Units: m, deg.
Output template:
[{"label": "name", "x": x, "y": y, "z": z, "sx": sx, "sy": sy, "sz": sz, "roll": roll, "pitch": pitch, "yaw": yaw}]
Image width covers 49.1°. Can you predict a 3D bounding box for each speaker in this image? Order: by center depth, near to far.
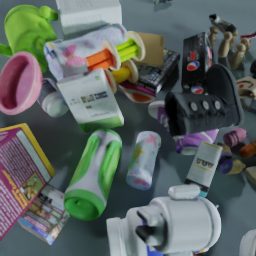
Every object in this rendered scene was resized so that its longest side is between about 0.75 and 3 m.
[{"label": "speaker", "x": -0.830, "y": 1.098, "z": 7.226, "sx": 1.063, "sy": 1.063, "sz": 2.404, "roll": 9, "pitch": 40, "yaw": 6}]

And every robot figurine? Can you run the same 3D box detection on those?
[{"label": "robot figurine", "x": 1.027, "y": 1.824, "z": 5.374, "sx": 1.754, "sy": 1.487, "sz": 0.990, "roll": 5, "pitch": 6, "yaw": -22}, {"label": "robot figurine", "x": -3.568, "y": -3.365, "z": 10.361, "sx": 2.505, "sy": 1.652, "sz": 2.856, "roll": -37, "pitch": 58, "yaw": 12}]

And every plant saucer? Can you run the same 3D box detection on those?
[{"label": "plant saucer", "x": -3.134, "y": -1.264, "z": 8.176, "sx": 1.862, "sy": 0.472, "sz": 1.862, "roll": -9, "pitch": 74, "yaw": 35}]

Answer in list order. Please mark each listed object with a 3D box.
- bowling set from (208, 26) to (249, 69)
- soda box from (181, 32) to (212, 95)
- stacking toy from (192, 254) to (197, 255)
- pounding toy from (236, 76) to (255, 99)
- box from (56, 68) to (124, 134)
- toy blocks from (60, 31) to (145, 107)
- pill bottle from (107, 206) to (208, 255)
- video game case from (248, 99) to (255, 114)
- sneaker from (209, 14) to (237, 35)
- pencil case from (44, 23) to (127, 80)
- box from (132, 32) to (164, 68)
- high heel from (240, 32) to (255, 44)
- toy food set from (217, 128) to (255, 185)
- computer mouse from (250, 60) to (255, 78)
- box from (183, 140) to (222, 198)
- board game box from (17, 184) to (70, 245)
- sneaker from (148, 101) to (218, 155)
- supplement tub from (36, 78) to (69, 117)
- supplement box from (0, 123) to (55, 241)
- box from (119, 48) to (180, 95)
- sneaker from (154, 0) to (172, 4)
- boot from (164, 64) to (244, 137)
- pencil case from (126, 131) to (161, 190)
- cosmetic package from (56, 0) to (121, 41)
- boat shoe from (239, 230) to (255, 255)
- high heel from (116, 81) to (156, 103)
[{"label": "bowling set", "x": 4.070, "y": -3.313, "z": 10.707, "sx": 1.372, "sy": 1.058, "sz": 1.971, "roll": -25, "pitch": 58, "yaw": -17}, {"label": "soda box", "x": 2.438, "y": -2.219, "z": 9.889, "sx": 0.884, "sy": 0.791, "sz": 2.497, "roll": -13, "pitch": 48, "yaw": 30}, {"label": "stacking toy", "x": 1.161, "y": 3.094, "z": 6.468, "sx": 0.949, "sy": 0.405, "sz": 0.405, "roll": -14, "pitch": 55, "yaw": -15}, {"label": "pounding toy", "x": 3.977, "y": -1.153, "z": 9.333, "sx": 1.390, "sy": 0.797, "sz": 0.795, "roll": -18, "pitch": 38, "yaw": 25}, {"label": "box", "x": -1.038, "y": -0.710, "z": 8.068, "sx": 1.333, "sy": 1.847, "sz": 0.336, "roll": -11, "pitch": 36, "yaw": 15}, {"label": "toy blocks", "x": -0.856, "y": -1.606, "z": 8.352, "sx": 2.510, "sy": 2.092, "sz": 0.911, "roll": -30, "pitch": 72, "yaw": -20}, {"label": "pill bottle", "x": 0.632, "y": 2.398, "z": 6.447, "sx": 2.166, "sy": 1.214, "sz": 1.214, "roll": -8, "pitch": 54, "yaw": -5}, {"label": "video game case", "x": 5.364, "y": -1.138, "z": 9.641, "sx": 1.776, "sy": 0.236, "sz": 2.487, "roll": 24, "pitch": 57, "yaw": 17}, {"label": "sneaker", "x": 3.488, "y": -3.928, "z": 10.540, "sx": 1.184, "sy": 0.444, "sz": 0.684, "roll": 43, "pitch": 21, "yaw": 30}, {"label": "pencil case", "x": -1.360, "y": -2.656, "z": 9.668, "sx": 2.964, "sy": 1.232, "sz": 1.344, "roll": -26, "pitch": 73, "yaw": -25}, {"label": "box", "x": 0.743, "y": -2.831, "z": 10.090, "sx": 1.101, "sy": 0.143, "sz": 1.347, "roll": 6, "pitch": 67, "yaw": -2}, {"label": "high heel", "x": 4.887, "y": -3.730, "z": 10.949, "sx": 0.342, "sy": 1.017, "sz": 0.488, "roll": -21, "pitch": 74, "yaw": -34}, {"label": "toy food set", "x": 3.516, "y": 0.766, "z": 8.117, "sx": 2.692, "sy": 0.424, "sz": 1.711, "roll": 17, "pitch": 56, "yaw": 12}, {"label": "computer mouse", "x": 4.491, "y": -2.006, "z": 9.678, "sx": 0.283, "sy": 0.487, "sz": 1.660, "roll": 22, "pitch": 28, "yaw": 7}, {"label": "box", "x": 1.943, "y": 1.045, "z": 7.288, "sx": 0.593, "sy": 0.354, "sz": 1.442, "roll": 21, "pitch": 58, "yaw": 17}, {"label": "board game box", "x": -2.006, "y": 2.136, "z": 7.037, "sx": 0.906, "sy": 0.550, "sz": 1.136, "roll": 24, "pitch": 57, "yaw": 17}, {"label": "sneaker", "x": 1.446, "y": 0.041, "z": 8.445, "sx": 2.256, "sy": 0.818, "sz": 1.286, "roll": 23, "pitch": 65, "yaw": 21}, {"label": "supplement tub", "x": -2.526, "y": -0.991, "z": 9.146, "sx": 0.828, "sy": 0.828, "sz": 1.181, "roll": -31, "pitch": 59, "yaw": -20}, {"label": "supplement box", "x": -3.085, "y": 1.256, "z": 6.334, "sx": 1.292, "sy": 1.639, "sz": 2.504, "roll": -11, "pitch": 25, "yaw": 26}, {"label": "box", "x": 0.767, "y": -2.272, "z": 10.284, "sx": 1.626, "sy": 0.495, "sz": 2.018, "roll": 26, "pitch": 59, "yaw": 14}, {"label": "sneaker", "x": 1.642, "y": -6.022, "z": 13.138, "sx": 0.980, "sy": 0.362, "sz": 0.397, "roll": -30, "pitch": 62, "yaw": -19}, {"label": "boot", "x": 1.990, "y": -0.851, "z": 7.803, "sx": 2.495, "sy": 0.819, "sz": 2.057, "roll": -9, "pitch": 72, "yaw": -31}, {"label": "pencil case", "x": 0.458, "y": 0.887, "z": 7.824, "sx": 0.682, "sy": 0.744, "sz": 1.640, "roll": -14, "pitch": 42, "yaw": 37}, {"label": "cosmetic package", "x": -1.504, "y": -4.236, "z": 10.900, "sx": 2.209, "sy": 1.823, "sz": 1.821, "roll": -12, "pitch": 55, "yaw": -8}, {"label": "boat shoe", "x": 2.854, "y": 3.457, "z": 5.855, "sx": 0.982, "sy": 0.897, "sz": 2.730, "roll": 15, "pitch": 55, "yaw": 11}, {"label": "high heel", "x": 0.080, "y": -1.471, "z": 9.612, "sx": 1.959, "sy": 0.660, "sz": 0.942, "roll": 16, "pitch": 58, "yaw": 11}]
